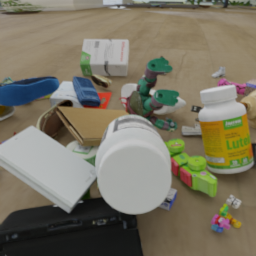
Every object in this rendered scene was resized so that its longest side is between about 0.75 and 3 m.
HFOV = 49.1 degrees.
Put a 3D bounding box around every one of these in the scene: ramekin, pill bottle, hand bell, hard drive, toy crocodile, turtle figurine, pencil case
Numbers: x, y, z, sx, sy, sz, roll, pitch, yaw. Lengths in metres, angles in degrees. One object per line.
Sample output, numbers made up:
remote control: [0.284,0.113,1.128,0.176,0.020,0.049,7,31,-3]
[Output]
ramekin: [-1.276,0.809,8.001,1.132,0.553,1.132,1,30,0]
pill bottle: [2.567,0.018,7.505,1.206,2.172,1.206,-12,9,2]
hand bell: [3.594,-0.673,8.919,2.752,1.433,1.433,1,24,-38]
hard drive: [-1.717,0.810,6.064,1.989,0.261,1.311,32,33,6]
toy crocodile: [1.448,1.005,7.440,0.730,0.798,2.365,-20,34,-20]
turtle figurine: [0.683,-0.757,8.742,1.479,2.937,2.199,-25,77,-16]
pill bottle: [0.090,0.651,6.146,1.542,1.542,2.727,0,11,0]
pencil case: [4.520,-1.761,12.019,1.263,0.592,0.573,8,52,-15]

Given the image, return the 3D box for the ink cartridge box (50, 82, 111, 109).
ink cartridge box: [-1.939,-1.387,11.899,2.250,0.532,1.801,2,30,6]

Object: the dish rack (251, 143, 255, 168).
dish rack: [4.320,0.640,6.968,2.033,0.723,2.650,-2,-8,-2]

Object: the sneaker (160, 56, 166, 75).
sneaker: [1.749,-3.526,15.266,0.572,0.873,1.512,-7,31,-12]

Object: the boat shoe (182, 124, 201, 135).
boat shoe: [2.314,0.044,9.465,1.015,0.354,0.360,-2,6,0]

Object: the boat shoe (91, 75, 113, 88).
boat shoe: [-1.203,-2.217,13.050,0.495,0.466,1.301,-36,48,-25]

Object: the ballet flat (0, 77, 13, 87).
ballet flat: [-4.932,-1.500,12.028,0.864,0.864,2.328,-21,34,-32]

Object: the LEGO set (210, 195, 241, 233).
LEGO set: [2.216,1.994,6.118,0.470,0.437,1.144,25,32,31]

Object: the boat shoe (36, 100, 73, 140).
boat shoe: [-2.412,-0.367,9.511,0.814,0.813,2.202,-31,26,22]

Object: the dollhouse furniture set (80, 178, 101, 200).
dollhouse furniture set: [-0.769,1.181,7.189,1.445,0.725,0.946,-6,30,-13]

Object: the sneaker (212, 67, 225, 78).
sneaker: [4.714,-2.898,14.561,0.846,0.486,0.318,-15,33,-24]

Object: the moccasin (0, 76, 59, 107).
moccasin: [-3.679,-1.345,10.262,2.352,0.946,0.802,-10,28,-9]

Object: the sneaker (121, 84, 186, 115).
sneaker: [0.914,-1.065,10.859,1.258,1.069,2.842,-7,20,-40]

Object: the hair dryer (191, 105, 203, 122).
hair dryer: [2.987,-0.034,9.201,2.026,0.550,1.543,19,24,-6]

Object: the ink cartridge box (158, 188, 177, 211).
ink cartridge box: [0.580,1.605,6.936,1.130,0.250,0.531,14,32,23]

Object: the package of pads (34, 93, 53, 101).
package of pads: [-3.772,-1.637,12.395,1.281,0.437,0.990,-14,31,-20]

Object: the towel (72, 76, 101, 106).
towel: [-1.742,-1.533,11.642,0.933,0.406,1.672,4,39,-30]

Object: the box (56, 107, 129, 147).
box: [-0.702,-0.087,9.031,2.661,0.283,2.176,0,27,-35]

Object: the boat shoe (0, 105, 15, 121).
boat shoe: [-5.089,-0.318,9.629,1.214,1.052,2.848,16,23,24]

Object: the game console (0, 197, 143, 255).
game console: [-1.124,2.448,5.457,2.648,1.541,2.329,-6,0,-10]

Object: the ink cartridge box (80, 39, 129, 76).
ink cartridge box: [-1.177,-3.675,14.681,2.398,1.011,1.752,3,63,4]

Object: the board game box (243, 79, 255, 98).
board game box: [4.940,-1.062,10.553,1.024,1.285,0.622,24,37,36]

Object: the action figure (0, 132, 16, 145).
action figure: [-3.523,0.351,8.645,0.356,0.539,1.090,37,13,13]
